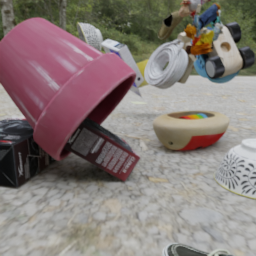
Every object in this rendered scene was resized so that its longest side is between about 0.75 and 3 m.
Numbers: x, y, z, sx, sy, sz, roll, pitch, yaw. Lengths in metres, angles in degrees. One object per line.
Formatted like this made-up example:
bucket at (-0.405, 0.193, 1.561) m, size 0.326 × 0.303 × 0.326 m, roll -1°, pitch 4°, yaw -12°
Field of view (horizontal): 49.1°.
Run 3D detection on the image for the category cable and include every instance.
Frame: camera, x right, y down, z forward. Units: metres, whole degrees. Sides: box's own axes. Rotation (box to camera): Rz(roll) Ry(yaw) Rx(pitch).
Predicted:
cable at (1.117, -1.859, 8.414) m, size 0.491 × 1.418 × 1.418 m, roll 20°, pitch -5°, yaw -36°

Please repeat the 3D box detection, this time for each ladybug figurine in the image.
ladybug figurine at (2.062, 0.060, 9.024) m, size 2.833 × 1.019 × 1.923 m, roll -8°, pitch 16°, yaw -29°

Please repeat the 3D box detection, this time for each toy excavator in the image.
toy excavator at (2.785, -2.725, 10.205) m, size 1.450 × 2.822 × 2.902 m, roll -20°, pitch -10°, yaw -9°

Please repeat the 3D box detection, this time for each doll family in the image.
doll family at (1.440, -1.929, 5.452) m, size 0.866 × 1.395 × 0.629 m, roll -42°, pitch 49°, yaw -13°

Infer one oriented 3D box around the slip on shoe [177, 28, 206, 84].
slip on shoe at (2.744, -3.297, 12.803) m, size 0.817 × 2.696 × 1.025 m, roll 18°, pitch 37°, yaw -9°

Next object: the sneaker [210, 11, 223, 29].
sneaker at (3.652, -4.321, 11.728) m, size 0.545 × 1.405 × 0.641 m, roll -8°, pitch 28°, yaw 34°

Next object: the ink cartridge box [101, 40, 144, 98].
ink cartridge box at (-0.131, -2.137, 9.932) m, size 0.405 × 1.867 × 1.849 m, roll -33°, pitch 31°, yaw -8°

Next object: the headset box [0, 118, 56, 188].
headset box at (-2.980, 0.457, 7.382) m, size 2.003 × 1.040 × 2.692 m, roll 3°, pitch 13°, yaw 14°

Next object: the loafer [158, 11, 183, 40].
loafer at (1.744, -4.551, 12.396) m, size 0.568 × 0.640 × 1.685 m, roll -8°, pitch -21°, yaw -31°

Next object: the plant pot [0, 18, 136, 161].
plant pot at (-1.589, -1.030, 6.513) m, size 2.465 × 2.754 × 2.754 m, roll 42°, pitch 19°, yaw 1°

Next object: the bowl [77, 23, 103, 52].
bowl at (-1.587, -3.830, 12.302) m, size 0.808 × 1.721 × 1.721 m, roll -19°, pitch 18°, yaw -11°

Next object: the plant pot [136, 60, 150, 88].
plant pot at (0.765, -2.569, 13.165) m, size 1.510 × 1.072 × 1.510 m, roll -20°, pitch 10°, yaw 4°

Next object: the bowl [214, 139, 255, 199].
bowl at (2.981, 0.788, 6.323) m, size 1.957 × 0.918 × 1.957 m, roll 1°, pitch 13°, yaw 0°

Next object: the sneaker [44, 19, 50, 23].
sneaker at (-2.693, -2.313, 9.394) m, size 1.280 × 2.409 × 0.901 m, roll -33°, pitch -20°, yaw 19°

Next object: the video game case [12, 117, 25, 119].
video game case at (-4.691, -0.419, 12.925) m, size 1.175 × 0.106 × 0.841 m, roll -6°, pitch 15°, yaw -24°

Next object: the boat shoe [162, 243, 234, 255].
boat shoe at (1.137, 1.720, 3.221) m, size 0.637 × 0.574 × 1.801 m, roll -12°, pitch 18°, yaw -41°

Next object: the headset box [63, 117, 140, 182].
headset box at (-0.660, 0.422, 6.737) m, size 1.890 × 0.730 × 1.407 m, roll 31°, pitch 4°, yaw -20°
